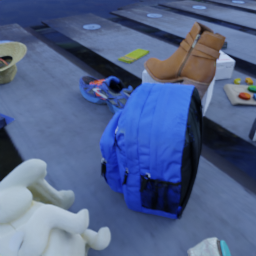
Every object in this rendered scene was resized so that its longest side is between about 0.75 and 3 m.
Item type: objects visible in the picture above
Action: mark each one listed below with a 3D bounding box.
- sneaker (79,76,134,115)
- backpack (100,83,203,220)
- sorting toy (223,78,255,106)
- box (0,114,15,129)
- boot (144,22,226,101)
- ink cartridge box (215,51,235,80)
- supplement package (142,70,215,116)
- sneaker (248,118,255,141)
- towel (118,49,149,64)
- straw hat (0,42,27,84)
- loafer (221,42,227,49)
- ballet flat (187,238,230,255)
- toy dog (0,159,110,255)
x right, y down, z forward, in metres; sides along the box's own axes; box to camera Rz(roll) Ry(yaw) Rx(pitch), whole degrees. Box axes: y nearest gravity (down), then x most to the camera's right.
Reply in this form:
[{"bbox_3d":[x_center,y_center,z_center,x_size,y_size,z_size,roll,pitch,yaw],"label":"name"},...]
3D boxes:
[{"bbox_3d":[-0.681,-1.351,9.762,2.781,1.091,1.048,28,44,32],"label":"sneaker"},{"bbox_3d":[0.517,0.376,6.122,2.199,2.621,2.129,7,38,10],"label":"backpack"},{"bbox_3d":[4.455,-1.451,10.582,1.522,0.274,2.043,1,36,1],"label":"sorting toy"},{"bbox_3d":[-4.778,-0.012,8.588,1.331,0.356,2.197,18,39,22],"label":"box"},{"bbox_3d":[1.499,-2.049,7.906,0.938,1.898,2.445,-6,36,-32],"label":"boot"},{"bbox_3d":[3.373,-2.786,11.930,1.411,0.815,1.932,-8,37,-10],"label":"ink cartridge box"},{"bbox_3d":[1.730,-1.412,9.723,2.234,1.224,1.271,16,39,20],"label":"supplement package"},{"bbox_3d":[4.712,-0.158,8.282,2.591,0.929,1.073,-21,42,-26],"label":"sneaker"},{"bbox_3d":[0.283,-3.496,13.464,0.731,0.153,1.699,24,43,28],"label":"towel"},{"bbox_3d":[-5.071,-2.359,11.178,2.465,1.043,2.465,-6,44,5],"label":"straw hat"},{"bbox_3d":[4.485,-4.215,14.256,1.150,0.362,0.413,-3,37,-5],"label":"loafer"},{"bbox_3d":[1.470,3.011,4.280,0.837,0.905,2.684,-24,30,15],"label":"ballet flat"},{"bbox_3d":[-1.496,2.136,4.554,2.468,1.776,2.546,-31,46,-18],"label":"toy dog"}]
